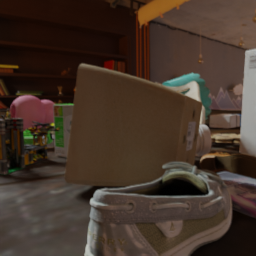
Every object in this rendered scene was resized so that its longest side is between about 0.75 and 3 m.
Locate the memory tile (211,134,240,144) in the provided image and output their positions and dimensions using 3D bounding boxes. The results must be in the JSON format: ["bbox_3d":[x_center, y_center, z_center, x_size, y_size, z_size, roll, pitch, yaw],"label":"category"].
[{"bbox_3d":[3.095,0.315,8.747,1.753,0.192,2.287,-3,2,-39],"label":"memory tile"}]

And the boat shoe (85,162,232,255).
[{"bbox_3d":[0.472,0.726,2.839,0.860,0.748,2.333,4,7,38],"label":"boat shoe"}]

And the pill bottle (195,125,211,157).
[{"bbox_3d":[0.889,0.295,6.235,1.737,0.945,0.945,-1,6,-10],"label":"pill bottle"}]

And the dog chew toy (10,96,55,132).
[{"bbox_3d":[-3.899,-0.569,12.696,2.612,1.627,1.627,5,1,-41],"label":"dog chew toy"}]

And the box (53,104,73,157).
[{"bbox_3d":[-1.031,0.073,6.726,1.470,1.297,0.711,4,7,34],"label":"box"}]

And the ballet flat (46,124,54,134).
[{"bbox_3d":[-2.785,0.101,11.054,0.547,0.545,1.632,-32,22,-36],"label":"ballet flat"}]

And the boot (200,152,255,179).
[{"bbox_3d":[1.998,0.655,5.388,1.180,0.435,0.913,6,3,22],"label":"boot"}]

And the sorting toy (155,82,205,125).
[{"bbox_3d":[1.212,-0.547,8.137,2.235,2.012,1.194,2,-30,24],"label":"sorting toy"}]

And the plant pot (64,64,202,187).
[{"bbox_3d":[0.241,0.067,4.500,1.568,1.771,1.769,10,4,25],"label":"plant pot"}]

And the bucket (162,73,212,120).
[{"bbox_3d":[3.131,-1.552,15.932,1.884,2.895,2.895,-13,9,-16],"label":"bucket"}]

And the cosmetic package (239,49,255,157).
[{"bbox_3d":[3.844,-0.620,7.155,1.942,2.576,0.665,-3,7,-28],"label":"cosmetic package"}]

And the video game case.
[{"bbox_3d":[1.673,0.922,3.962,1.126,0.150,1.577,-4,8,-33],"label":"video game case"}]

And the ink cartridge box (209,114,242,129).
[{"bbox_3d":[5.089,-0.366,14.559,1.133,0.664,1.547,5,6,42],"label":"ink cartridge box"}]

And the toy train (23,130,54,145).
[{"bbox_3d":[-3.213,0.330,8.182,2.141,0.447,0.604,-2,15,13],"label":"toy train"}]

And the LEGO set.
[{"bbox_3d":[-2.650,0.185,6.002,1.606,1.210,2.089,3,6,26],"label":"LEGO set"}]
